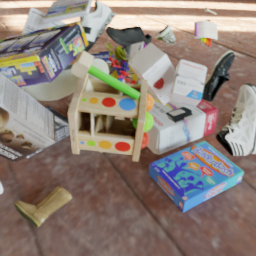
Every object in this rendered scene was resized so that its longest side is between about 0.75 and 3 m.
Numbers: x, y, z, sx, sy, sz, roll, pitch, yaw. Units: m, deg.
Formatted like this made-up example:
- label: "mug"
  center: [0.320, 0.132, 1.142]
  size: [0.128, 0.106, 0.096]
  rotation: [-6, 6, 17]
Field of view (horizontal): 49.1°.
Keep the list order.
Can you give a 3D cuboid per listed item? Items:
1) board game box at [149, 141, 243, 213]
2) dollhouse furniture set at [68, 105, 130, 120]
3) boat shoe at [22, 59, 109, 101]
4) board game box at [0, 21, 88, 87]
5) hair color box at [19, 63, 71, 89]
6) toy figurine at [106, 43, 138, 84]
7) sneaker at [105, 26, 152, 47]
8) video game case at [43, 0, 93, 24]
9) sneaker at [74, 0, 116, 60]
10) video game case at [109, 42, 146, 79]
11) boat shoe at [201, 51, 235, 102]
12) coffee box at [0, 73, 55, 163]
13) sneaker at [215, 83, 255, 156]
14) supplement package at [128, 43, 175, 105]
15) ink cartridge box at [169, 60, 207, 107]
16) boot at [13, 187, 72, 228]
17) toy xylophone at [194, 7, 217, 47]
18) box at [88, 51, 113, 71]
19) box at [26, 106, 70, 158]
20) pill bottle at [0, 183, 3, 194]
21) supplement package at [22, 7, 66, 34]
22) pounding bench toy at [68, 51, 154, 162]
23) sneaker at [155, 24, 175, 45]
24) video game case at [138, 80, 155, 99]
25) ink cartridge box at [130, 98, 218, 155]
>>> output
- label: "board game box"
  center: [2.110, 1.421, 8.837]
  size: [2.337, 0.526, 1.777]
  rotation: [-19, 40, -24]
- label: "dollhouse furniture set"
  center: [-1.176, -1.174, 11.615]
  size: [2.931, 1.510, 2.899]
  rotation: [-25, 42, -30]
- label: "boat shoe"
  center: [-1.957, -1.521, 8.938]
  size: [2.723, 0.973, 0.814]
  rotation: [-16, 12, -4]
- label: "board game box"
  center: [-2.951, -2.058, 8.115]
  size: [2.904, 0.823, 2.400]
  rotation: [-2, 39, 24]
- label: "hair color box"
  center: [-3.206, -2.134, 10.515]
  size: [2.014, 0.617, 1.022]
  rotation: [-25, 24, 5]
- label: "toy figurine"
  center: [-0.498, -1.975, 9.930]
  size: [0.945, 1.073, 1.791]
  rotation: [5, 52, -39]
- label: "sneaker"
  center: [0.056, -3.893, 11.798]
  size: [2.283, 1.036, 0.867]
  rotation: [9, 31, -42]
- label: "video game case"
  center: [-2.097, -4.249, 9.956]
  size: [1.624, 0.179, 1.478]
  rotation: [-6, 46, 11]
- label: "sneaker"
  center: [-1.681, -3.976, 11.373]
  size: [2.590, 1.146, 0.960]
  rotation: [-57, 26, -6]
- label: "video game case"
  center: [-0.040, -2.501, 10.604]
  size: [1.311, 0.259, 1.447]
  rotation: [-6, 60, 30]
- label: "boat shoe"
  center: [3.056, -1.659, 9.295]
  size: [0.682, 1.824, 0.605]
  rotation: [27, 12, -48]
- label: "coffee box"
  center: [-3.283, -0.315, 6.992]
  size: [1.535, 2.715, 1.084]
  rotation: [-25, 52, 15]
- label: "sneaker"
  center: [3.036, -0.165, 7.697]
  size: [1.168, 2.031, 0.766]
  rotation: [-9, 10, -17]
- label: "supplement package"
  center: [0.839, -1.531, 8.124]
  size: [0.887, 1.462, 0.876]
  rotation: [-42, 46, 4]
- label: "ink cartridge box"
  center: [1.568, -1.170, 7.343]
  size: [0.755, 0.443, 1.031]
  rotation: [16, 67, 0]
- label: "boot"
  center: [-2.435, 2.117, 8.009]
  size: [1.089, 0.411, 1.244]
  rotation: [32, 46, 18]
- label: "toy xylophone"
  center: [3.225, -4.090, 11.406]
  size: [0.444, 1.295, 1.769]
  rotation: [3, 4, 36]
- label: "box"
  center: [-1.625, -4.054, 16.613]
  size: [1.551, 0.415, 2.560]
  rotation: [-8, 35, -11]
- label: "box"
  center: [-3.416, 0.090, 10.677]
  size: [1.705, 0.538, 2.163]
  rotation: [29, 44, 34]
- label: "pill bottle"
  center: [-4.578, 1.832, 7.865]
  size: [1.777, 0.984, 0.984]
  rotation: [-28, 44, -33]
- label: "supplement package"
  center: [-3.490, -3.982, 11.904]
  size: [1.742, 1.240, 2.237]
  rotation: [19, 7, -23]
- label: "pounding bench toy"
  center: [-0.283, -0.503, 6.010]
  size: [1.708, 2.189, 1.360]
  rotation: [7, 48, 0]
- label: "sneaker"
  center: [1.107, -2.585, 8.071]
  size: [0.455, 0.524, 1.183]
  rotation: [-38, 9, 11]
- label: "video game case"
  center: [1.820, -1.895, 13.708]
  size: [2.052, 0.267, 2.255]
  rotation: [-10, 36, -14]
- label: "ink cartridge box"
  center: [1.703, -0.317, 10.747]
  size: [2.712, 1.123, 1.976]
  rotation: [-19, 40, -24]
